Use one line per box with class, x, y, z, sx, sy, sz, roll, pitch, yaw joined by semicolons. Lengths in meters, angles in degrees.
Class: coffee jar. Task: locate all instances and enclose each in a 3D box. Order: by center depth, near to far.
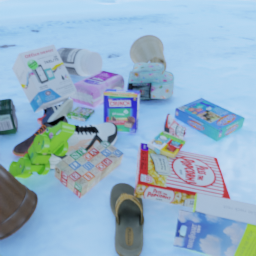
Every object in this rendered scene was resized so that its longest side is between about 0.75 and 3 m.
coffee jar;-5.609;-0.230;10.345;2.766;1.180;1.442;-10;34;-16

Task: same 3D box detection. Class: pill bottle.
pill bottle;-2.694;-3.507;14.935;2.519;1.433;1.433;15;35;33

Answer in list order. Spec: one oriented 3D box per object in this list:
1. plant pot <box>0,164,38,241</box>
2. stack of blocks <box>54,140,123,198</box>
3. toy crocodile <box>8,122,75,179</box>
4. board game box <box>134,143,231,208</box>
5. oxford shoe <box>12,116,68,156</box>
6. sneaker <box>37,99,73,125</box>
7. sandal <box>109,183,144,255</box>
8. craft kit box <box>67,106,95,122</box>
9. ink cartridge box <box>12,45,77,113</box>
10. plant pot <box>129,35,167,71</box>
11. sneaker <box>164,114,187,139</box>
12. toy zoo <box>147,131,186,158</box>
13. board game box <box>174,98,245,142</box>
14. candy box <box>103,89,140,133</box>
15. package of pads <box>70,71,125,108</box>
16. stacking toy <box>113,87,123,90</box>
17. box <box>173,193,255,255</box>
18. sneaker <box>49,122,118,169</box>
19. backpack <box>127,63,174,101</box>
plant pot;-3.246;1.618;6.697;1.523;1.508;1.523;-19;32;13
stack of blocks;-1.167;1.128;8.591;1.092;0.556;1.897;34;44;21
toy crocodile;-2.520;0.683;8.091;0.898;2.660;0.821;12;42;-50
board game box;1.454;1.372;7.990;2.464;0.570;1.866;11;30;-3
oxford shoe;-3.099;0.239;9.954;0.807;0.823;2.268;24;40;32
sneaker;-2.975;-0.688;11.481;0.828;0.735;1.961;15;35;14
sandal;-0.018;2.173;7.139;0.910;0.612;2.265;-2;33;-3
craft kit box;-1.989;-0.598;11.859;0.853;0.210;0.864;10;34;19
ink cartridge box;-3.376;-1.947;11.226;1.516;2.067;1.509;-28;4;-33
plant pot;1.235;-3.772;15.419;2.022;2.022;1.851;-6;44;-9
sneaker;1.798;-0.014;10.702;0.803;0.500;1.498;11;31;4
toy zoo;1.170;0.520;8.609;0.884;0.138;1.347;23;29;20
board game box;3.229;-0.405;11.254;1.656;0.490;2.177;-22;38;-31
candy box;-0.254;-0.642;10.605;1.292;1.528;0.588;4;21;7
package of pads;-1.423;-1.861;13.134;1.473;0.925;2.445;20;37;28
stacking toy;-0.371;-1.593;13.116;0.747;0.747;1.023;7;17;11
box;2.332;2.283;6.089;2.520;1.536;0.600;9;39;13
sneaker;-1.537;0.363;9.387;2.915;1.166;1.075;-23;48;-32
backpack;1.083;-2.131;12.965;2.149;1.647;1.889;8;27;1
